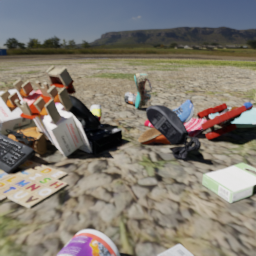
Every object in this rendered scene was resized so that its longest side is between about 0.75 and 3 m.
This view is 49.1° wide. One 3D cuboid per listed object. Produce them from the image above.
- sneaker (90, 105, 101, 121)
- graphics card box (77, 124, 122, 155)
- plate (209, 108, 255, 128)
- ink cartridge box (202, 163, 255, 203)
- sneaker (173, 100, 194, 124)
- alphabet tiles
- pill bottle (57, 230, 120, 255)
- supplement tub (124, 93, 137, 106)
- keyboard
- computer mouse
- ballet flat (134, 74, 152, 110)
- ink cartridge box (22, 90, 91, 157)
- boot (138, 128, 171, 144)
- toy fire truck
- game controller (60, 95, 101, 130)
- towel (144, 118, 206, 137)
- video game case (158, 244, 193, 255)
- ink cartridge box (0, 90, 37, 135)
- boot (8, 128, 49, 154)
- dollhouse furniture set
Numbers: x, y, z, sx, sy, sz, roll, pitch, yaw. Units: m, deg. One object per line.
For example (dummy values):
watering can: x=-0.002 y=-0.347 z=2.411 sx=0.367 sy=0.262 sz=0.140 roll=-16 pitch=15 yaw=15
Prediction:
sneaker: x=-1.446 y=-0.459 z=12.066 sx=0.557 sy=0.644 sz=1.426 roll=-6 pitch=-18 yaw=-15
graphics card box: x=-1.576 y=0.261 z=10.635 sx=2.385 sy=0.607 sz=1.497 roll=13 pitch=23 yaw=37
plate: x=5.207 y=-0.453 z=12.934 sx=2.853 sy=0.365 sz=2.853 roll=-5 pitch=17 yaw=2
ink cartridge box: x=2.914 y=1.429 z=7.509 sx=1.471 sy=0.353 sz=1.070 roll=-9 pitch=19 yaw=-24
sneaker: x=1.818 y=-0.418 z=10.554 sx=0.750 sy=1.683 sz=0.661 roll=16 pitch=41 yaw=-29
alphabet tiles: x=-3.065 y=1.498 z=7.756 sx=2.579 sy=0.097 sz=2.156 roll=11 pitch=21 yaw=30
pill bottle: x=-0.849 y=2.319 z=3.980 sx=0.926 sy=0.926 sz=1.663 roll=8 pitch=21 yaw=23
supplement tub: x=0.330 y=-1.648 z=16.235 sx=0.678 sy=0.678 sz=1.106 roll=-15 pitch=24 yaw=-38
keyboard: x=-4.033 y=0.511 z=9.177 sx=2.807 sy=0.556 sz=1.461 roll=14 pitch=44 yaw=41
computer mouse: x=1.391 y=0.002 z=8.907 sx=0.524 sy=1.987 sz=1.376 roll=-40 pitch=-4 yaw=-33
ballet flat: x=0.802 y=-1.844 z=14.573 sx=0.893 sy=2.373 sz=0.805 roll=-5 pitch=50 yaw=-2
ink cartridge box: x=-2.344 y=-0.071 z=9.279 sx=0.840 sy=1.449 sz=2.488 roll=-38 pitch=52 yaw=-21
boot: x=1.180 y=0.382 z=10.404 sx=1.565 sy=0.839 sz=0.587 roll=-21 pitch=32 yaw=21
toy fire truck: x=3.785 y=-0.424 z=10.666 sx=2.039 sy=1.143 sz=1.713 roll=-17 pitch=-7 yaw=-33
game controller: x=-2.161 y=-0.708 z=10.286 sx=0.619 sy=1.533 sz=2.940 roll=-45 pitch=35 yaw=-23
towel: x=2.145 y=-0.207 z=12.423 sx=2.452 sy=0.276 sz=1.773 roll=14 pitch=28 yaw=35
video game case: x=0.806 y=2.605 z=4.316 sx=1.469 sy=0.185 sz=1.612 roll=-12 pitch=23 yaw=-31
ink cartridge box: x=-4.858 y=-0.754 z=12.060 sx=1.661 sy=0.967 sz=2.280 roll=47 pitch=38 yaw=19
boot: x=-3.630 y=0.458 z=9.948 sx=1.453 sy=0.718 sz=1.871 roll=-6 pitch=26 yaw=-4
dollhouse furniture set: x=-2.619 y=-0.993 z=9.045 sx=2.070 sy=1.066 sz=2.048 roll=13 pitch=50 yaw=29
